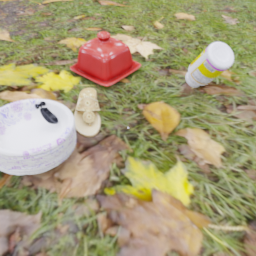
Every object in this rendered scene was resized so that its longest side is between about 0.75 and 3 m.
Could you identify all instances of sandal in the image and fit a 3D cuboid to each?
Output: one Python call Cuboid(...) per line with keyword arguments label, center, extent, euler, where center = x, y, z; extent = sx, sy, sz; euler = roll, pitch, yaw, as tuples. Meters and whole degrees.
Cuboid(label="sandal", center=(-1.720, -0.982, 11.477), extent=(1.104, 0.990, 3.010), euler=(-3, 42, -4))

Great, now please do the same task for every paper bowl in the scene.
Cuboid(label="paper bowl", center=(-3.220, 0.396, 9.454), extent=(2.919, 1.518, 2.919), euler=(2, 38, -1))

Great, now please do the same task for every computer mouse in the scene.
Cuboid(label="computer mouse", center=(-2.794, -0.458, 9.598), extent=(0.946, 0.249, 0.655), euler=(48, 19, -6))

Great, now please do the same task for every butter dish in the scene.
Cuboid(label="butter dish", center=(-1.140, -3.648, 13.684), extent=(2.797, 2.073, 2.805), euler=(29, 49, 30))

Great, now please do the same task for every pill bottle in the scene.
Cuboid(label="pill bottle", center=(3.224, -2.476, 11.520), extent=(1.148, 2.202, 1.148), euler=(5, 73, -16))
